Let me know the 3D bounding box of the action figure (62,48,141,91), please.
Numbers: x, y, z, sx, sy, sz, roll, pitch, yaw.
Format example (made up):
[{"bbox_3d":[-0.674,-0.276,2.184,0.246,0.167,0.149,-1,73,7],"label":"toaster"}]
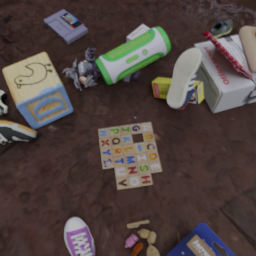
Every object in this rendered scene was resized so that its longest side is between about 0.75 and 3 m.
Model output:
[{"bbox_3d":[-0.960,-2.109,9.768,2.676,0.928,1.741,-8,59,-5],"label":"action figure"}]

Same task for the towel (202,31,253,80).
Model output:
[{"bbox_3d":[2.978,-2.159,8.370,0.192,1.232,1.704,-45,62,26],"label":"towel"}]

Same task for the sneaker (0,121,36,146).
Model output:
[{"bbox_3d":[-4.033,0.312,8.563,2.436,0.921,1.068,6,79,5],"label":"sneaker"}]

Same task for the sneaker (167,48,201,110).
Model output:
[{"bbox_3d":[1.670,-1.373,8.131,0.678,0.764,1.807,24,91,32],"label":"sneaker"}]

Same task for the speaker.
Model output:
[{"bbox_3d":[0.150,-2.306,8.987,2.333,1.032,1.032,-29,64,-3],"label":"speaker"}]

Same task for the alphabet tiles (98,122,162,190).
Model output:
[{"bbox_3d":[0.043,0.824,8.594,1.745,0.079,2.088,-8,60,-5],"label":"alphabet tiles"}]

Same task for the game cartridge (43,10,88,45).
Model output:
[{"bbox_3d":[-2.509,-4.115,11.293,1.060,0.314,1.635,-40,68,-16],"label":"game cartridge"}]

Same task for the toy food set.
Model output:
[{"bbox_3d":[0.343,3.065,7.112,0.853,0.211,1.342,-13,44,5],"label":"toy food set"}]

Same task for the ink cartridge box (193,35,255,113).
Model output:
[{"bbox_3d":[3.832,-1.976,9.505,2.947,1.228,2.140,-15,62,-9],"label":"ink cartridge box"}]

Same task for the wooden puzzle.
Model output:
[{"bbox_3d":[4.844,-2.548,8.847,2.207,0.511,2.044,1,58,-2],"label":"wooden puzzle"}]

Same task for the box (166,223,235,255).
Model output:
[{"bbox_3d":[1.469,3.801,6.694,2.895,0.469,1.753,-36,66,-20],"label":"box"}]

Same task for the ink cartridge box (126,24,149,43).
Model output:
[{"bbox_3d":[0.697,-3.186,10.563,1.289,0.545,0.931,39,70,22],"label":"ink cartridge box"}]

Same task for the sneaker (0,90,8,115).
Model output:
[{"bbox_3d":[-4.529,-1.121,9.460,0.793,0.684,1.809,-13,65,-24],"label":"sneaker"}]

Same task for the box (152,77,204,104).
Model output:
[{"bbox_3d":[1.589,-1.229,9.055,1.654,0.623,0.415,15,42,36],"label":"box"}]

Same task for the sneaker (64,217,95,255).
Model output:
[{"bbox_3d":[-1.015,2.991,6.658,0.669,1.052,1.846,-13,70,-23],"label":"sneaker"}]

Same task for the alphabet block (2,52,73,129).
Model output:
[{"bbox_3d":[-2.811,-1.152,8.868,1.503,1.511,1.539,-26,64,-13],"label":"alphabet block"}]

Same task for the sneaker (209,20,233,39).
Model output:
[{"bbox_3d":[3.693,-3.955,11.042,1.316,0.533,0.486,-38,67,-19],"label":"sneaker"}]
